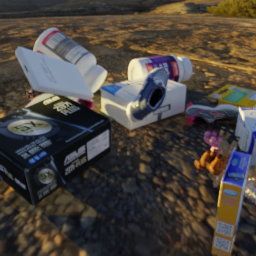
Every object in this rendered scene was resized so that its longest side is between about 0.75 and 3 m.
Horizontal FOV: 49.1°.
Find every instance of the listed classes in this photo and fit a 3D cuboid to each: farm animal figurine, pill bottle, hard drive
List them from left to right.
[{"bbox_3d":[-2.079,-1.525,8.185,2.145,0.286,1.415,3,50,-58],"label":"hard drive"},{"bbox_3d":[-2.292,-2.644,11.367,2.773,1.535,1.535,37,35,4],"label":"pill bottle"},{"bbox_3d":[1.610,-2.688,13.655,2.904,1.618,1.618,-15,31,-25],"label":"pill bottle"},{"bbox_3d":[2.675,1.034,7.132,2.150,1.134,2.174,28,29,23],"label":"farm animal figurine"}]

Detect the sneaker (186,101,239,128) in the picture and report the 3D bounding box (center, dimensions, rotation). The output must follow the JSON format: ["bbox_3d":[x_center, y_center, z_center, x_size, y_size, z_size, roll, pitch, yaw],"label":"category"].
[{"bbox_3d":[3.161,-0.358,10.178,2.130,0.859,0.795,6,56,11],"label":"sneaker"}]

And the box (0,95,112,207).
[{"bbox_3d":[-2.176,0.377,7.640,2.271,1.194,2.773,27,42,31],"label":"box"}]

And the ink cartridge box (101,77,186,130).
[{"bbox_3d":[0.608,-1.127,11.089,2.772,1.169,2.024,-20,33,-31],"label":"ink cartridge box"}]

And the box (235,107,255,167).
[{"bbox_3d":[4.436,0.288,8.430,1.915,1.092,2.082,3,28,8],"label":"box"}]

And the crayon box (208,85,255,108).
[{"bbox_3d":[4.801,-0.831,10.936,2.891,0.746,1.817,23,37,37],"label":"crayon box"}]

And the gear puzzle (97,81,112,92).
[{"bbox_3d":[-1.602,-2.124,13.858,2.479,0.325,1.284,25,29,33],"label":"gear puzzle"}]

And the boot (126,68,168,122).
[{"bbox_3d":[0.957,-1.250,9.262,1.141,0.919,2.526,-26,28,54],"label":"boot"}]

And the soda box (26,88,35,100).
[{"bbox_3d":[-4.518,-1.591,12.978,0.316,0.283,0.894,-11,29,-19],"label":"soda box"}]

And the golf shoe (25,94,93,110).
[{"bbox_3d":[-2.531,-0.716,10.463,1.344,1.106,2.938,22,35,30],"label":"golf shoe"}]

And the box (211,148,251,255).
[{"bbox_3d":[1.996,1.377,5.376,0.403,1.943,1.157,13,30,24],"label":"box"}]
